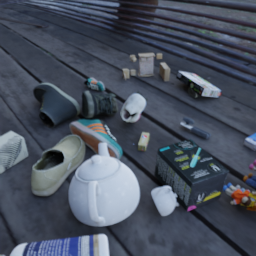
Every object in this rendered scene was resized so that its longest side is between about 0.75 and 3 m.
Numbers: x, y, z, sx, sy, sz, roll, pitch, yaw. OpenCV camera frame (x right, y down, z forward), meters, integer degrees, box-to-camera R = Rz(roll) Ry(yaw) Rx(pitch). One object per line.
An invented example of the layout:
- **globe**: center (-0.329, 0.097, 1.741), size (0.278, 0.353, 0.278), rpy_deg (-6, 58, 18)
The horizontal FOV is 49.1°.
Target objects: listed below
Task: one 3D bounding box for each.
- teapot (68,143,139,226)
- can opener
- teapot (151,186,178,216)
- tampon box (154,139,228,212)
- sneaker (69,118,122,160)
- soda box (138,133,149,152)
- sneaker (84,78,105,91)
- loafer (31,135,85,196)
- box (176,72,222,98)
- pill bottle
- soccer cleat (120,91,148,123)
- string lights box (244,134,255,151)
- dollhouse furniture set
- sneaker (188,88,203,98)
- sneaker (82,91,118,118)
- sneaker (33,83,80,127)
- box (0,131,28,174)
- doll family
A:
- **teapot**: center (-0.726, 1.498, 7.577), size (2.095, 1.550, 2.123), rpy_deg (-28, 29, -36)
- **can opener**: center (2.700, -0.020, 11.201), size (1.341, 0.448, 0.358), rpy_deg (29, 25, 35)
- **teapot**: center (1.063, 1.996, 7.849), size (0.624, 0.843, 0.854), rpy_deg (-26, -3, 5)
- **tampon box**: center (1.842, 1.379, 8.516), size (1.325, 1.116, 1.768), rpy_deg (-12, 35, -24)
- **sneaker**: center (-1.013, 0.267, 10.350), size (1.094, 0.977, 2.738), rpy_deg (-31, 43, -31)
- **soda box**: center (0.590, 0.522, 10.613), size (0.283, 0.268, 0.837), rpy_deg (8, 34, 11)
- **sneaker**: center (-1.750, -2.157, 14.400), size (0.558, 0.499, 1.397), rpy_deg (-30, 40, -27)
- **loafer**: center (-2.232, 1.014, 9.277), size (1.053, 0.950, 2.783), rpy_deg (9, 35, 12)
- **box**: center (3.553, -2.218, 14.196), size (1.241, 0.392, 2.255), rpy_deg (2, 29, -29)
- **pill bottle**: center (-1.657, 3.093, 5.810), size (2.562, 1.423, 1.423), rpy_deg (-4, 35, -7)
- **soccer cleat**: center (0.027, -0.603, 10.888), size (0.828, 2.370, 1.023), rpy_deg (40, 71, 4)
- **string lights box**: center (4.909, 0.484, 10.656), size (0.936, 0.276, 0.481), rpy_deg (-21, 40, -28)
- **dollhouse furniture set**: center (0.957, -3.276, 15.316), size (2.445, 1.267, 1.082), rpy_deg (-5, 33, -7)
- **sneaker**: center (3.344, -1.727, 13.932), size (0.476, 0.335, 0.897), rpy_deg (1, 33, -20)
- **sneaker**: center (-1.137, -0.989, 11.605), size (1.596, 1.065, 2.786), rpy_deg (-2, 6, -8)
- **sneaker**: center (-3.597, -1.066, 12.237), size (2.833, 1.059, 1.505), rpy_deg (25, 43, 31)
- **box**: center (-4.504, 1.054, 9.291), size (0.753, 0.904, 2.201), rpy_deg (22, 41, 28)
- **doll family**: center (3.732, 1.797, 8.077), size (1.774, 0.799, 1.101), rpy_deg (-38, 27, -7)
